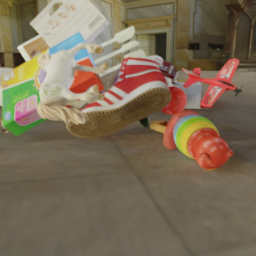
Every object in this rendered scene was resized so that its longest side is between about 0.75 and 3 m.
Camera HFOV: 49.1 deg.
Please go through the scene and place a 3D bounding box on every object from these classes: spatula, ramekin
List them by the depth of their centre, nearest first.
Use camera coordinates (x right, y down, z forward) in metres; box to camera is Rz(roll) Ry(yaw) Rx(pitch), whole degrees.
[{"bbox_3d":[0.995,-1.830,11.226,1.064,2.284,2.284,-17,16,-2],"label":"ramekin"},{"bbox_3d":[-4.947,-1.615,12.043,1.881,0.917,1.881,32,30,-21],"label":"ramekin"},{"bbox_3d":[-0.694,-3.283,12.619,2.689,1.870,0.216,-22,-14,10],"label":"spatula"}]

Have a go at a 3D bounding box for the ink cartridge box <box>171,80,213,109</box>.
[{"bbox_3d":[2.863,-1.679,13.601,2.347,1.121,2.674,3,14,8],"label":"ink cartridge box"}]

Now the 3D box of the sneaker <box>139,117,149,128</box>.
[{"bbox_3d":[0.501,-0.314,8.904,0.309,0.338,0.792,-33,49,16],"label":"sneaker"}]

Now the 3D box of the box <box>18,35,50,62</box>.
[{"bbox_3d":[-3.476,-2.951,12.039,1.476,1.939,1.031,-39,29,-20],"label":"box"}]

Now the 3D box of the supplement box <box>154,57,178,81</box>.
[{"bbox_3d":[1.128,-1.762,8.451,0.535,0.300,0.984,28,4,24],"label":"supplement box"}]

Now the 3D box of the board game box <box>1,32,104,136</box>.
[{"bbox_3d":[-2.312,-1.335,8.183,2.875,0.580,2.200,-28,52,7],"label":"board game box"}]

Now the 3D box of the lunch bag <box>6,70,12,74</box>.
[{"bbox_3d":[-3.542,-1.451,10.723,1.195,1.879,1.593,-36,-3,30],"label":"lunch bag"}]

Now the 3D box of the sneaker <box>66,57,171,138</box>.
[{"bbox_3d":[-0.347,-0.855,7.640,2.928,1.043,1.646,-21,47,15],"label":"sneaker"}]

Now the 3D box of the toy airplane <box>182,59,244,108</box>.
[{"bbox_3d":[2.083,-1.159,7.121,1.634,1.634,0.300,6,-29,21],"label":"toy airplane"}]

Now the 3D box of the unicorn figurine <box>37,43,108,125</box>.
[{"bbox_3d":[-1.313,-1.146,5.977,1.723,0.927,2.509,-3,41,13],"label":"unicorn figurine"}]

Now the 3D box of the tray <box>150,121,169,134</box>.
[{"bbox_3d":[1.320,0.070,8.103,0.627,0.235,1.270,-7,21,-43],"label":"tray"}]

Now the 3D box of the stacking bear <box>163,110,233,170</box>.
[{"bbox_3d":[1.605,0.318,6.290,1.106,1.036,1.822,-3,20,-10],"label":"stacking bear"}]

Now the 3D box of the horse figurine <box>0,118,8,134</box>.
[{"bbox_3d":[-3.828,-0.064,8.510,1.193,0.298,0.791,19,25,13],"label":"horse figurine"}]

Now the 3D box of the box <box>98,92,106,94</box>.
[{"bbox_3d":[-1.087,-1.483,13.907,0.898,0.594,0.515,12,14,40],"label":"box"}]

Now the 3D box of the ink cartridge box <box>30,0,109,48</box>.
[{"bbox_3d":[-1.911,-3.397,9.156,1.960,1.727,0.438,-42,-3,7],"label":"ink cartridge box"}]

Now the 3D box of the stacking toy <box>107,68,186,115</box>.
[{"bbox_3d":[0.609,-1.103,8.579,1.243,1.243,2.912,-10,22,-35],"label":"stacking toy"}]
